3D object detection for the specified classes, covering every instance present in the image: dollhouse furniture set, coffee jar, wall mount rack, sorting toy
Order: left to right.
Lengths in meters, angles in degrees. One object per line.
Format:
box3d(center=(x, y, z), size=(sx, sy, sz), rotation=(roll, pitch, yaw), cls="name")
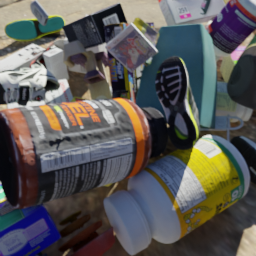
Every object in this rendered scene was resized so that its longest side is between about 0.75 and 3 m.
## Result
box3d(center=(-1.342, 2.191, 4.821), size=(2.417, 1.452, 0.992), rotation=(-15, 66, -54), cls="sorting toy")
box3d(center=(-0.005, -1.422, 7.717), size=(2.747, 2.177, 1.950), rotation=(-15, 82, 9), cls="dollhouse furniture set")
box3d(center=(2.164, 0.218, 7.388), size=(1.639, 0.611, 1.424), rotation=(-1, 40, 22), cls="wall mount rack")
box3d(center=(3.508, -1.677, 7.191), size=(1.197, 1.463, 2.806), rotation=(27, 44, 18), cls="coffee jar")

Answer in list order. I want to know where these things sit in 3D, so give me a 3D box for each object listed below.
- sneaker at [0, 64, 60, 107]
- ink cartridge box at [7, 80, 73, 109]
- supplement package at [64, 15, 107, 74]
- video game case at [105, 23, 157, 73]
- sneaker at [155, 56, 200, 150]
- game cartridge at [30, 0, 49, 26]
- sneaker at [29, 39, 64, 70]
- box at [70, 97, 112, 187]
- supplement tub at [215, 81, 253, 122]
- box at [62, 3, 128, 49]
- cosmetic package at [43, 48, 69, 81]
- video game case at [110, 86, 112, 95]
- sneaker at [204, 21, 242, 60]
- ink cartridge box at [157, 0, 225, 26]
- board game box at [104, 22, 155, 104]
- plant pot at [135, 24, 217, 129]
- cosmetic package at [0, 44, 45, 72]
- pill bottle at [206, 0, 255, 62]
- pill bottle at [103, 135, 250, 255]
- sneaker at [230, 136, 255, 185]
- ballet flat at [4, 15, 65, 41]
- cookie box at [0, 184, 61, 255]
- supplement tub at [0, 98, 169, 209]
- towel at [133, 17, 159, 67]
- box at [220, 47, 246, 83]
box3d(center=(-2.447, -0.909, 6.587), size=(0.903, 0.756, 2.041), rotation=(35, 42, 15), cls="sneaker")
box3d(center=(-2.491, -0.622, 8.116), size=(1.796, 0.755, 1.311), rotation=(-14, 51, -18), cls="ink cartridge box")
box3d(center=(-1.276, -3.073, 10.283), size=(1.270, 1.255, 2.095), rotation=(12, 46, 11), cls="supplement package")
box3d(center=(0.064, -1.592, 5.680), size=(0.734, 0.806, 0.093), rotation=(-33, 36, 29), cls="video game case")
box3d(center=(1.008, -0.496, 5.500), size=(0.663, 1.794, 0.726), rotation=(-8, 3, 27), cls="sneaker")
box3d(center=(-2.262, -2.922, 7.107), size=(0.164, 0.525, 0.788), rotation=(-40, 17, -14), cls="game cartridge")
box3d(center=(-2.679, -2.583, 9.990), size=(0.739, 0.786, 1.919), rotation=(41, 56, -18), cls="sneaker")
box3d(center=(-0.918, 0.312, 6.880), size=(0.842, 0.561, 2.237), rotation=(11, 49, -38), cls="box")
box3d(center=(2.696, -0.767, 8.095), size=(1.554, 1.127, 1.127), rotation=(8, 46, 8), cls="supplement tub")
box3d(center=(-0.898, -2.707, 7.653), size=(1.488, 0.776, 1.101), rotation=(4, 35, 47), cls="box")
box3d(center=(-2.399, -2.040, 9.365), size=(0.390, 1.094, 0.555), rotation=(30, 52, 32), cls="cosmetic package")
box3d(center=(0.273, -1.170, 8.964), size=(1.642, 0.373, 1.488), rotation=(16, 53, 16), cls="video game case")
box3d(center=(3.637, -3.480, 10.932), size=(1.540, 1.109, 2.946), rotation=(41, 37, 2), cls="sneaker")
box3d(center=(2.030, -4.414, 9.366), size=(2.221, 0.484, 1.928), rotation=(-20, 86, -20), cls="ink cartridge box")
box3d(center=(0.154, -1.575, 6.964), size=(0.554, 1.952, 1.614), rotation=(5, 20, 29), cls="board game box")
box3d(center=(1.265, -1.205, 6.760), size=(1.598, 2.261, 1.598), rotation=(7, 0, 29), cls="plant pot")
box3d(center=(-3.878, -2.337, 10.103), size=(0.800, 0.491, 1.939), rotation=(26, 51, 24), cls="cosmetic package")
box3d(center=(3.057, -2.974, 8.414), size=(1.149, 2.044, 1.149), rotation=(19, 47, -22), cls="pill bottle")
box3d(center=(0.963, 1.335, 5.716), size=(2.739, 1.545, 1.545), rotation=(-23, 50, -22), cls="pill bottle")
box3d(center=(3.520, 0.914, 6.804), size=(1.220, 0.800, 2.120), rotation=(-20, 57, -31), cls="sneaker")
box3d(center=(-3.936, -4.236, 11.883), size=(2.543, 0.850, 0.852), rotation=(-21, 27, -23), cls="ballet flat")
box3d(center=(-2.590, 1.755, 5.237), size=(1.900, 0.835, 2.222), rotation=(-28, 25, -25), cls="cookie box")
box3d(center=(-0.699, 0.287, 5.067), size=(2.987, 1.598, 1.598), rotation=(-10, 43, -35), cls="supplement tub")
box3d(center=(0.314, -1.890, 6.086), size=(0.712, 0.113, 0.992), rotation=(33, 59, -25), cls="towel")
box3d(center=(4.203, -1.763, 9.173), size=(1.759, 0.967, 2.000), rotation=(-1, 46, 0), cls="box")
